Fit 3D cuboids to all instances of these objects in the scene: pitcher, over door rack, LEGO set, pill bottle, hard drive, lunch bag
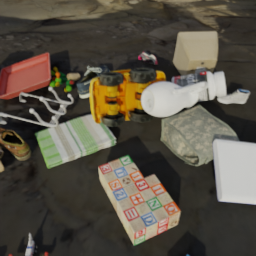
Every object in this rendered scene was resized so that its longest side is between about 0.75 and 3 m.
[{"bbox_3d":[1.625,-1.133,9.789,2.024,1.736,1.227,-9,74,-30],"label":"pitcher"},{"bbox_3d":[-3.656,-0.876,11.093,2.466,0.822,1.822,4,37,11],"label":"over door rack"},{"bbox_3d":[-2.476,3.611,6.647,2.085,0.512,1.558,28,46,27],"label":"LEGO set"},{"bbox_3d":[2.897,-1.671,11.547,2.050,1.167,1.167,-7,40,16],"label":"pill bottle"},{"bbox_3d":[3.994,1.373,8.422,2.793,0.354,1.843,7,63,-7],"label":"hard drive"},{"bbox_3d":[2.431,0.370,9.620,1.740,1.247,2.121,-21,42,-22],"label":"lunch bag"}]

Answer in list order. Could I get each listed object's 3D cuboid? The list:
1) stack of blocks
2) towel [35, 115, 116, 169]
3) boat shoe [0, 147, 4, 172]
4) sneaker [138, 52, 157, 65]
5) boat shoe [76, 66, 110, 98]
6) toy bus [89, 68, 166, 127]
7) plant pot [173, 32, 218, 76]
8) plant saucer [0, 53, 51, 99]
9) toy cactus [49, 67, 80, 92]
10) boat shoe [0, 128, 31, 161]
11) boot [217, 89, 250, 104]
[{"bbox_3d":[0.239,1.958,8.252,1.408,0.716,2.446,-19,45,-20],"label":"stack of blocks"},{"bbox_3d":[-1.940,0.413,10.296,2.555,0.392,1.906,-20,44,-18],"label":"towel"},{"bbox_3d":[-4.579,0.917,9.536,0.611,0.652,1.767,-9,45,-25],"label":"boat shoe"},{"bbox_3d":[1.044,-3.501,14.467,0.462,0.499,1.239,-38,46,-15],"label":"sneaker"},{"bbox_3d":[-1.598,-2.310,12.819,0.946,0.782,2.528,4,39,30],"label":"boat shoe"},{"bbox_3d":[-0.335,-1.505,11.131,2.887,1.959,2.771,-10,28,-20],"label":"toy bus"},{"bbox_3d":[3.294,-3.304,13.346,1.844,1.846,1.634,-2,53,-3],"label":"plant pot"},{"bbox_3d":[-4.655,-2.323,12.829,2.445,0.450,2.449,-19,45,0],"label":"plant saucer"},{"bbox_3d":[-2.968,-2.320,12.960,1.528,0.947,1.852,-24,38,-37],"label":"toy cactus"},{"bbox_3d":[-4.264,0.368,10.006,2.081,0.707,0.749,23,47,23],"label":"boat shoe"},{"bbox_3d":[4.419,-1.363,11.722,1.281,0.612,0.471,-1,47,-11],"label":"boot"}]
